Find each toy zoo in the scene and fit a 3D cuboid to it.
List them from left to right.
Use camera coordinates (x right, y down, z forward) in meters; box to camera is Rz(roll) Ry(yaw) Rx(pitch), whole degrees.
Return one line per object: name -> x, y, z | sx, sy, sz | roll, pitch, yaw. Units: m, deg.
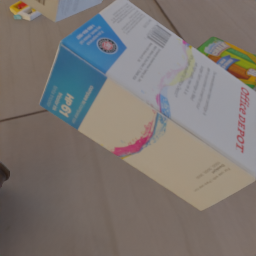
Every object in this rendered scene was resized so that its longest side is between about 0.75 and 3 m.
toy zoo -> -3.965, -4.980, 11.520 | 1.211, 0.189, 1.846 | 32, 59, 21

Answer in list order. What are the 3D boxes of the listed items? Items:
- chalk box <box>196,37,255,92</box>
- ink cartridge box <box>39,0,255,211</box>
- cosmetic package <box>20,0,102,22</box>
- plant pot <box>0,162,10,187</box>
chalk box -> 2.476, -1.483, 8.135 | 2.457, 1.523, 1.534 | 34, 60, 22
ink cartridge box -> 0.522, -0.462, 4.513 | 2.991, 1.266, 2.161 | 33, 43, -3
cosmetic package -> -1.743, -4.031, 7.923 | 1.311, 1.034, 2.437 | 32, 44, 5
plant pot -> -4.187, 1.782, 5.105 | 2.961, 2.961, 2.931 | 9, 63, 7
